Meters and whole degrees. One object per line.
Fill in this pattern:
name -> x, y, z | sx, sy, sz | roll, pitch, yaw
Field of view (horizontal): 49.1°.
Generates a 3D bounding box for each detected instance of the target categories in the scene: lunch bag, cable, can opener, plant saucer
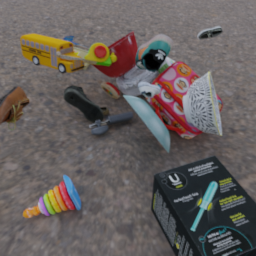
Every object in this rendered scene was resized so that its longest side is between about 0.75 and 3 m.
lunch bag -> 1.904, -0.907, 10.165 | 2.549, 1.044, 2.245 | 45, 69, 2
cable -> 0.487, -2.260, 12.418 | 2.064, 0.714, 2.064 | -34, 33, -8
can opener -> -0.607, -0.138, 10.609 | 1.774, 0.473, 0.593 | -14, 81, -22
plant saucer -> 0.729, -0.244, 9.094 | 0.458, 2.380, 2.380 | -38, 45, 3

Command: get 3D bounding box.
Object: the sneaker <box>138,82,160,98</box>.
sneaker -> 0.674, -1.133, 8.852 | 0.419, 0.406, 1.147 | -12, -10, 35

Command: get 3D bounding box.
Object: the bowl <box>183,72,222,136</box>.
bowl -> 2.257, -0.651, 8.698 | 0.934, 1.991, 1.991 | -11, 36, 22

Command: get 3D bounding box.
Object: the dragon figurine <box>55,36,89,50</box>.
dragon figurine -> -3.335, -4.736, 15.844 | 2.368, 0.697, 1.177 | -6, 45, 1

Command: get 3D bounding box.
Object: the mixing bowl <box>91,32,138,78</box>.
mixing bowl -> -0.427, -2.941, 11.934 | 2.284, 1.237, 2.284 | -29, 19, 11

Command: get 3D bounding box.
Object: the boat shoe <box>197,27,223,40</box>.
boat shoe -> 3.052, -3.509, 10.443 | 0.912, 0.322, 0.290 | -18, 42, 13

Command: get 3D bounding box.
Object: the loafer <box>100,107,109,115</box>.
loafer -> -1.265, -0.665, 11.228 | 1.006, 0.339, 0.383 | -14, 58, -14

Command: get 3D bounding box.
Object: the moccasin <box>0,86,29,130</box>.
moccasin -> -3.596, -0.505, 8.557 | 0.854, 0.902, 2.335 | -41, 20, 11

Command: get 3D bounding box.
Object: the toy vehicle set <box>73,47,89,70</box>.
toy vehicle set -> -2.934, -3.777, 14.677 | 2.011, 0.267, 1.250 | 19, 47, 3

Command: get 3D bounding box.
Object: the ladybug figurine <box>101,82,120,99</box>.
ladybug figurine -> -0.733, -1.650, 12.105 | 1.005, 0.682, 0.361 | 38, 74, 13

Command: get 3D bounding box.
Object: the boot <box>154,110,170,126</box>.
boot -> 1.387, -1.003, 11.313 | 1.627, 0.911, 2.353 | -25, 45, -22

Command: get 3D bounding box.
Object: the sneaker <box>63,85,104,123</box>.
sneaker -> -1.663, -0.967, 10.729 | 0.710, 1.857, 1.064 | -43, 29, 17

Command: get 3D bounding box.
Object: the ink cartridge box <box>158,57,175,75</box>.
ink cartridge box -> 1.822, -2.431, 11.811 | 1.737, 0.515, 0.902 | 9, 46, -51

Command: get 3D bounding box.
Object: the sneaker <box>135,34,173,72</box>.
sneaker -> 0.727, -2.474, 10.177 | 0.881, 2.469, 0.987 | 28, 77, -12

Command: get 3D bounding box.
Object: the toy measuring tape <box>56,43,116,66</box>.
toy measuring tape -> -1.490, -2.792, 10.294 | 2.207, 0.812, 0.812 | 5, 38, -17

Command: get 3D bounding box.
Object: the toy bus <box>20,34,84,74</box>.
toy bus -> -3.053, -3.004, 11.262 | 2.741, 1.073, 0.892 | 20, 33, 27

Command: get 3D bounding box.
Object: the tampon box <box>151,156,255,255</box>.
tampon box -> 1.916, 2.244, 6.821 | 1.864, 1.570, 2.487 | -14, 42, -16

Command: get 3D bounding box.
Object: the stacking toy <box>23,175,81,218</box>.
stacking toy -> -2.152, 2.096, 7.743 | 1.536, 0.843, 0.891 | -25, 35, -12
